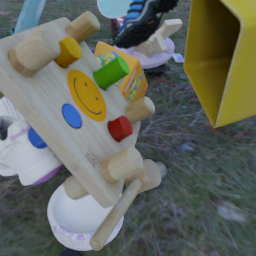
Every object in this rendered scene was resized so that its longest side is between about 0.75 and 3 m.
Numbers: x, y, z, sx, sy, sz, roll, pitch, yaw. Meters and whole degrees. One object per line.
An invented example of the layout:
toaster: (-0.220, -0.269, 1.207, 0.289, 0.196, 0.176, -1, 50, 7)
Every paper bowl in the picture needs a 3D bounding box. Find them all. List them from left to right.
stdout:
paper bowl: (-0.863, 1.825, 5.939, 1.538, 0.800, 1.538, 0, 39, 0)

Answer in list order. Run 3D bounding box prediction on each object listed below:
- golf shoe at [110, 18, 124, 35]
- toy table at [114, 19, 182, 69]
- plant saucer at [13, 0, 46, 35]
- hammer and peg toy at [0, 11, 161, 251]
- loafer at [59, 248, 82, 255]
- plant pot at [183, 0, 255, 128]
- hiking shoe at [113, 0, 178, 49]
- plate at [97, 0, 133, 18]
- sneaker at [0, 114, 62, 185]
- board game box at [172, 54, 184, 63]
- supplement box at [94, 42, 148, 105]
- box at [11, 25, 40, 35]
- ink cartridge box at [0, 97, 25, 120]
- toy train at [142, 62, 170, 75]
golf shoe: (-0.069, -4.921, 14.144, 1.124, 0.886, 2.440, -18, 51, -26)
toy table: (0.602, -2.756, 8.757, 2.100, 1.230, 1.930, -25, 69, -20)
plant saucer: (-2.784, -3.259, 7.939, 0.409, 2.984, 2.984, 20, 31, -28)
hammer and peg toy: (-0.333, -0.010, 3.723, 1.039, 2.947, 2.167, -28, 19, 23)
loafer: (-0.950, 2.906, 4.778, 0.696, 0.610, 1.937, -7, 40, -8)
plant pot: (2.465, -1.636, 5.568, 1.974, 2.239, 2.238, -8, 46, -4)
hiking shoe: (0.359, -2.725, 6.530, 0.772, 2.076, 0.900, 8, 52, -47)
plate: (-0.085, -4.305, 8.788, 2.016, 0.258, 2.016, -9, 72, 29)
sneaker: (-1.814, 0.253, 4.594, 0.819, 1.089, 2.186, -37, 20, -32)
board game box: (2.222, -3.117, 12.514, 0.406, 0.077, 0.789, -6, 40, -5)
supplement box: (-0.179, -0.951, 6.070, 0.893, 0.864, 2.596, 27, 3, 9)
box: (-4.265, -4.099, 13.257, 2.175, 0.672, 2.724, -13, 41, -18)
ink cartridge box: (-2.311, -0.756, 6.224, 2.800, 2.037, 1.176, -28, 13, -26)
toy train: (0.264, -2.517, 11.506, 2.914, 0.497, 0.667, 3, 28, 5)
